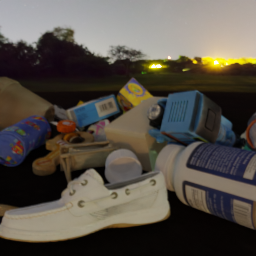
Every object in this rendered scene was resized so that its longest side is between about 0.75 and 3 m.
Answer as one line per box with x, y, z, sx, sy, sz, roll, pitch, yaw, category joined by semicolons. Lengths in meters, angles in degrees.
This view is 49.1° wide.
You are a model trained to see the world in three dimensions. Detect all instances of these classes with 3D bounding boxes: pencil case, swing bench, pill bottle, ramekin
-3.507;0.380;9.376;1.123;1.250;2.877;33;10;-6;pencil case
-1.047;0.844;7.515;1.393;0.908;1.400;-6;13;-21;swing bench
1.760;1.006;5.448;2.414;1.339;1.339;10;15;43;pill bottle
-0.134;0.912;6.559;0.857;0.857;0.418;-2;29;-10;ramekin

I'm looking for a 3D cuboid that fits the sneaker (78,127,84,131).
-2.688;-0.017;13.467;1.069;0.378;0.530;-8;18;-19;sneaker

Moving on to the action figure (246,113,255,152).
3.341;0.691;5.833;1.549;2.962;2.865;-28;-37;32;action figure

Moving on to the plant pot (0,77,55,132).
-4.399;-0.556;11.609;2.265;2.610;2.610;16;12;3;plant pot

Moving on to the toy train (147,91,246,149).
1.744;0.101;6.945;2.809;1.217;1.605;27;-17;-37;toy train

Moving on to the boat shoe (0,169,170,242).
-0.664;1.216;4.851;2.913;1.010;1.032;-3;0;-24;boat shoe

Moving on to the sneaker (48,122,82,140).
-2.310;0.190;10.970;1.014;0.945;2.558;-4;10;-37;sneaker

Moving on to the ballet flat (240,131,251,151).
4.076;0.512;9.380;0.805;0.841;2.390;14;16;31;ballet flat

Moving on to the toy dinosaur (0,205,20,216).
-2.885;1.410;4.650;2.984;0.868;1.509;0;9;3;toy dinosaur

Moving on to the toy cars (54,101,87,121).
-2.992;-0.809;15.800;2.710;1.215;0.600;-11;-19;-15;toy cars

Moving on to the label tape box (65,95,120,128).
-1.729;-0.726;12.345;1.845;0.851;2.575;-23;13;-21;label tape box

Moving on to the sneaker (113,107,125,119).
0.529;-0.684;16.023;2.748;0.906;1.077;4;0;20;sneaker

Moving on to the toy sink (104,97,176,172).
0.733;0.125;8.762;1.572;1.351;2.412;9;33;40;toy sink

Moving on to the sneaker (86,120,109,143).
-1.186;0.193;10.945;0.988;0.911;2.240;-1;10;-15;sneaker

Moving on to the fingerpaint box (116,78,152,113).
0.602;-0.719;11.310;2.275;0.834;1.898;43;-11;-2;fingerpaint box

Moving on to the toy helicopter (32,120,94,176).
-1.858;0.753;8.625;1.767;1.054;2.672;12;25;16;toy helicopter
